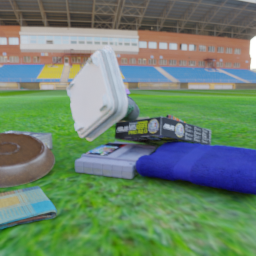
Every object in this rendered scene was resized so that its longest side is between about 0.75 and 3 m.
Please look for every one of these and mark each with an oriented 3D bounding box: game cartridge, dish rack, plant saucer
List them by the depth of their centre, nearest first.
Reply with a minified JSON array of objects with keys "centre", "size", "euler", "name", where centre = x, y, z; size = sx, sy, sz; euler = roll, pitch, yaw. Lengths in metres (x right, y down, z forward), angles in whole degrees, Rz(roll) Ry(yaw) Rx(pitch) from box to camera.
[{"centre":[-2.968,0.642,6.825],"size":[2.309,0.398,2.309],"euler":[8,21,-3],"name":"plant saucer"},{"centre":[-0.972,-0.829,7.365],"size":[0.498,1.965,2.289],"euler":[-4,-20,-36],"name":"dish rack"},{"centre":[-0.198,0.783,7.706],"size":[1.584,0.469,2.443],"euler":[8,11,20],"name":"game cartridge"}]

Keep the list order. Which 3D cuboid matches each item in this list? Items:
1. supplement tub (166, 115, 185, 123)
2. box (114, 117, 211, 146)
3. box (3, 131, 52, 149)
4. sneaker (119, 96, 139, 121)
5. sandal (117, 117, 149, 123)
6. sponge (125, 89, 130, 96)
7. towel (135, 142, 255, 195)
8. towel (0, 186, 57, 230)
[{"centre":[1.691,-0.062,9.748],"size":[0.932,0.498,0.498],"euler":[26,6,-9],"name":"supplement tub"},{"centre":[1.040,0.190,8.290],"size":[2.294,0.508,1.838],"euler":[12,-13,-40],"name":"box"},{"centre":[-3.750,0.554,8.598],"size":[1.786,0.545,2.256],"euler":[4,10,23],"name":"box"},{"centre":[-0.339,-0.667,9.926],"size":[2.881,1.072,1.261],"euler":[25,12,-49],"name":"sneaker"},{"centre":[0.011,-0.578,14.005],"size":[2.162,0.584,0.868],"euler":[1,9,-2],"name":"sandal"},{"centre":[-0.864,-1.061,11.777],"size":[1.030,0.275,1.846],"euler":[-6,-24,-47],"name":"sponge"},{"centre":[1.754,0.902,6.417],"size":[2.684,0.665,1.982],"euler":[4,14,32],"name":"towel"},{"centre":[-1.903,1.362,4.918],"size":[0.997,0.148,1.360],"euler":[-5,9,-30],"name":"towel"}]
